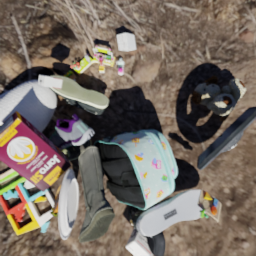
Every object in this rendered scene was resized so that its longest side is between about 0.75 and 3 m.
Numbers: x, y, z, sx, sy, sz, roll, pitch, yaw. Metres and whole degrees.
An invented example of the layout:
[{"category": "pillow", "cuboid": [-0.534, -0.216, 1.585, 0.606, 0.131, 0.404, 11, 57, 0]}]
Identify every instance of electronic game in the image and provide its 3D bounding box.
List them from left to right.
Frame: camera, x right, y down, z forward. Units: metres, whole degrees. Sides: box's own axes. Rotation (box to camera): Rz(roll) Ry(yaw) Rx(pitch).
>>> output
[{"category": "electronic game", "cuboid": [3.360, 0.368, 9.316, 2.875, 2.875, 0.598, -42, 75, -6]}]

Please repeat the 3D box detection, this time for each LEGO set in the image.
[{"category": "LEGO set", "cuboid": [-1.470, -2.642, 11.389, 2.596, 0.966, 1.194, -9, 81, -1]}]

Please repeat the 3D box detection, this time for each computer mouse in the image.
[{"category": "computer mouse", "cuboid": [0.696, 3.532, 9.896, 1.334, 0.437, 1.899, 21, 35, -31]}]

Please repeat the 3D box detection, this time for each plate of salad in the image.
[{"category": "plate of salad", "cuboid": [-1.953, 2.339, 8.697, 0.509, 2.121, 2.121, 0, 81, 2]}]

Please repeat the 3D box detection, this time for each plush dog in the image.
[{"category": "plush dog", "cuboid": [3.434, -1.208, 11.143, 1.670, 1.560, 1.944, 35, 53, 19]}]

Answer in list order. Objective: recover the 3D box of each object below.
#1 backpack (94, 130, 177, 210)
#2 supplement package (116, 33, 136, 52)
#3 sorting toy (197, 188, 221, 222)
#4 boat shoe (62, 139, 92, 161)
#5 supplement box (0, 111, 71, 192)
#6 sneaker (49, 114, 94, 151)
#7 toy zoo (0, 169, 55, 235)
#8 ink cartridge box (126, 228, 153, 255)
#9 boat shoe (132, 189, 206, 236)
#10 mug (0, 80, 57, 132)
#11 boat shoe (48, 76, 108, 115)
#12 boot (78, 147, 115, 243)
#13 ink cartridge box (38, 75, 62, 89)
[{"category": "backpack", "cuboid": [0.350, 1.303, 9.527, 2.259, 2.947, 2.590, -19, 94, -17]}, {"category": "supplement package", "cuboid": [-0.062, -3.502, 11.487, 0.438, 0.789, 0.615, -5, 99, 26]}, {"category": "sorting toy", "cuboid": [2.422, 2.384, 8.325, 0.843, 1.141, 0.168, 41, 125, 0]}, {"category": "boat shoe", "cuboid": [-2.302, 0.965, 10.982, 1.869, 0.614, 0.668, -28, 83, -4]}, {"category": "supplement box", "cuboid": [-3.193, 0.791, 9.111, 1.313, 1.019, 2.380, -44, 119, -6]}, {"category": "sneaker", "cuboid": [-2.431, 0.164, 10.318, 2.561, 0.953, 1.121, -19, 117, 34]}, {"category": "toy zoo", "cuboid": [-3.903, 2.819, 10.850, 1.802, 0.281, 2.746, -30, 82, -5]}, {"category": "ink cartridge box", "cuboid": [0.546, 4.041, 10.095, 0.874, 1.207, 0.509, 43, 121, -2]}, {"category": "boat shoe", "cuboid": [1.505, 2.844, 9.770, 2.989, 0.846, 1.026, -13, 90, -24]}, {"category": "mug", "cuboid": [-4.105, -0.750, 10.712, 2.542, 1.877, 2.229, 19, 60, 26]}, {"category": "boat shoe", "cuboid": [-1.980, -1.174, 10.662, 2.454, 0.814, 0.917, 19, 50, -5]}, {"category": "boot", "cuboid": [-1.260, 2.178, 9.141, 0.888, 2.225, 2.447, 5, 43, -37]}, {"category": "ink cartridge box", "cuboid": [-2.577, -1.516, 9.235, 0.577, 0.800, 0.335, 6, 100, -32]}]
